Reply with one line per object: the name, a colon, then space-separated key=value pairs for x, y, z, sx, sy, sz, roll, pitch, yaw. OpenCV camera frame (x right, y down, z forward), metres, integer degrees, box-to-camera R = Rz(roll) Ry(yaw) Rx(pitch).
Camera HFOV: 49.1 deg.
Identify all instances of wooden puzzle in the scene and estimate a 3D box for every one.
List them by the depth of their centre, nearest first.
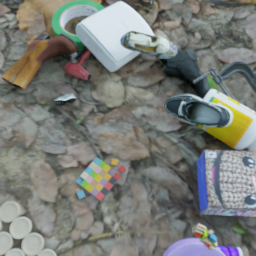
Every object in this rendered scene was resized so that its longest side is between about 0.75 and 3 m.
wooden puzzle: x=-1.010 y=1.734 z=9.641 sx=1.113 sy=0.132 sz=1.877 roll=35 pitch=69 yaw=16

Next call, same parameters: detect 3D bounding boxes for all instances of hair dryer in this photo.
hair dryer: x=-1.950 y=-2.728 z=11.392 sx=1.496 sy=0.534 sz=1.964 roll=-26 pitch=67 yaw=19

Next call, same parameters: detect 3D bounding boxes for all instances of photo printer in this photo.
photo printer: x=-0.372 y=-3.858 z=11.533 sx=2.327 sy=0.971 sz=2.797 roll=48 pitch=60 yaw=2

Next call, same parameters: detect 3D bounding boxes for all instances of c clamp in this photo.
c clamp: x=4.128 y=-1.308 z=10.688 sx=2.428 sy=0.385 sz=2.842 roll=-39 pitch=88 yaw=-18

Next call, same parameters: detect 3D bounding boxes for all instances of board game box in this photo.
board game box: x=3.542 y=1.805 z=9.039 sx=2.343 sy=1.135 sz=1.868 roll=2 pitch=64 yaw=2

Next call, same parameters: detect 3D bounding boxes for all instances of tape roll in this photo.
tape roll: x=1.872 y=4.229 z=7.682 sx=2.158 sy=0.917 sz=2.158 roll=-2 pitch=76 yaw=7
tape roll: x=-2.071 y=-4.601 z=12.515 sx=2.534 sy=0.609 sz=2.534 roll=0 pitch=64 yaw=0

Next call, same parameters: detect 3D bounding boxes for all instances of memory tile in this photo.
memory tile: x=-3.664 y=3.799 z=8.572 sx=2.063 sy=0.226 sz=2.691 roll=-40 pitch=71 yaw=-18

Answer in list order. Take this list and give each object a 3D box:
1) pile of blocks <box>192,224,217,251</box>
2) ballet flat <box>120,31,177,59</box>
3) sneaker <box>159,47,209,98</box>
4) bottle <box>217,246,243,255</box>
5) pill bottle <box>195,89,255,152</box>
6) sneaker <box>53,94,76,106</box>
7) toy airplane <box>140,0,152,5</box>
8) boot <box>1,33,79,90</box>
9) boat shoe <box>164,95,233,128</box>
pile of blocks: x=1.818 y=2.565 z=6.431 sx=0.899 sy=0.369 sz=0.279 roll=44 pitch=38 yaw=-21
ballet flat: x=0.852 y=-3.064 z=10.306 sx=2.262 sy=0.814 sz=0.814 roll=8 pitch=63 yaw=-13
sneaker: x=2.094 y=-2.291 z=11.273 sx=1.522 sy=0.876 sz=2.918 roll=-9 pitch=59 yaw=-4
bottle: x=2.722 y=3.858 z=8.414 sx=1.356 sy=0.443 sz=0.566 roll=-7 pitch=63 yaw=-4
pill bottle: x=3.684 y=-0.135 z=9.832 sx=2.570 sy=1.449 sz=1.449 roll=33 pitch=68 yaw=15
sneaker: x=-2.500 y=-1.120 z=10.988 sx=0.862 sy=0.319 sz=0.342 roll=-14 pitch=55 yaw=-13
toy airplane: x=1.098 y=-6.805 z=13.362 sx=1.495 sy=1.055 sz=1.489 roll=-21 pitch=65 yaw=-10
boot: x=-3.514 y=-2.644 z=11.140 sx=2.491 sy=0.906 sz=2.646 roll=20 pitch=64 yaw=25
boat shoe: x=2.062 y=-0.583 z=8.917 sx=2.390 sy=0.721 sz=0.904 roll=13 pitch=100 yaw=40
